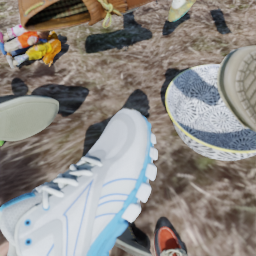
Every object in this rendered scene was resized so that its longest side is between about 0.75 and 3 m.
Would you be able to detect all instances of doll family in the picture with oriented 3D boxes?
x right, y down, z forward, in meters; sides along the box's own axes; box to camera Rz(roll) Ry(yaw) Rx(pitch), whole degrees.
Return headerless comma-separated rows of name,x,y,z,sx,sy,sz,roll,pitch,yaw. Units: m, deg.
doll family,-3.239,-2.821,9.534,1.830,1.328,2.948,-25,36,-11

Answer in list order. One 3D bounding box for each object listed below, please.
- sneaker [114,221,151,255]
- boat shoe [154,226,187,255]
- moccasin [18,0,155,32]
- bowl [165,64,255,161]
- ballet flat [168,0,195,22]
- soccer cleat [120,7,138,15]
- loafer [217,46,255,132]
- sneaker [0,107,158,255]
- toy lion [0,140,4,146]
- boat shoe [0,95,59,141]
sneaker,0.052,2.157,5.601,1.031,0.385,0.547,20,55,18
boat shoe,0.883,2.564,5.185,0.576,0.507,1.620,-10,49,-6
moccasin,-0.660,-2.215,4.901,2.541,0.929,0.981,-9,64,-3
bowl,2.307,-0.179,6.973,2.882,1.352,2.882,0,50,0
ballet flat,1.611,-3.580,7.463,0.593,1.676,0.593,34,38,-31
soccer cleat,-0.323,-3.356,6.210,0.592,0.732,1.695,-39,103,-49
loafer,1.435,-0.242,2.934,0.635,1.859,0.703,30,94,53
sneaker,-0.705,0.925,3.259,1.117,1.291,2.979,-1,58,58
toy lion,-4.395,0.078,7.066,2.373,0.850,2.476,19,42,7
boat shoe,-2.291,-0.265,4.737,0.900,0.956,2.661,39,29,20
